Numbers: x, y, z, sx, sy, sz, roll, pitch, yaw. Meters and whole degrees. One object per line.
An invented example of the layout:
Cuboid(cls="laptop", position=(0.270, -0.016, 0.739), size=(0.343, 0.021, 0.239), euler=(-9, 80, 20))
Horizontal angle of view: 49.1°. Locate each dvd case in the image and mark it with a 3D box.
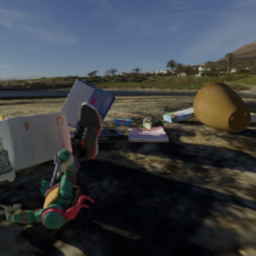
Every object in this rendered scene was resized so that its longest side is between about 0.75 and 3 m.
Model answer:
Cuboid(cls="dvd case", position=(-1.294, 0.277, 9.441), size=(2.118, 0.262, 1.592), euler=(-3, 7, -11))

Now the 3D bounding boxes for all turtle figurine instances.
Cuboid(cls="turtle figurine", position=(-1.039, 0.919, 3.824), size=(1.264, 0.850, 1.688), euler=(-41, 9, 1))

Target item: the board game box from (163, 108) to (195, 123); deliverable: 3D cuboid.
Cuboid(cls="board game box", position=(2.803, -0.653, 14.438), size=(1.676, 0.307, 1.268), euler=(-13, 10, -7))

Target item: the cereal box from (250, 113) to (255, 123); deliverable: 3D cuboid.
Cuboid(cls="cereal box", position=(4.952, -0.549, 14.187), size=(2.395, 0.473, 1.723), euler=(-1, 9, -1))

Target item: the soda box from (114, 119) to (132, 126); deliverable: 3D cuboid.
Cuboid(cls="soda box", position=(-0.213, -0.262, 13.053), size=(0.843, 0.270, 0.286), euler=(5, 10, 32))

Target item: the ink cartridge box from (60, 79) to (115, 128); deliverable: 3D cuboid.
Cuboid(cls="ink cartridge box", position=(-1.418, -0.774, 10.588), size=(0.893, 1.597, 2.340), euler=(31, 6, 15))

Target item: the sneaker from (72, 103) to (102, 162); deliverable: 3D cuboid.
Cuboid(cls="sneaker", position=(-1.032, 0.161, 6.688), size=(0.579, 1.503, 0.615), euler=(14, 26, 30))

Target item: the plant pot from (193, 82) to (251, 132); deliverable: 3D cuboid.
Cuboid(cls="plant pot", position=(3.955, -0.676, 11.355), size=(1.942, 1.942, 2.084), euler=(-2, 22, -11))

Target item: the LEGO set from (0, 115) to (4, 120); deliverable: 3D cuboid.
Cuboid(cls="LEGO set", position=(-4.333, 0.184, 9.527), size=(1.029, 0.832, 2.237), euler=(40, 18, 17))

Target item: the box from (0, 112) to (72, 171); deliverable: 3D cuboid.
Cuboid(cls="box", position=(-2.270, 0.268, 6.573), size=(0.855, 1.091, 1.754), euler=(-7, 4, 30))

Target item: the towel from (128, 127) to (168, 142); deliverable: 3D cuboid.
Cuboid(cls="towel", position=(0.675, 0.215, 9.983), size=(1.339, 0.274, 1.830), euler=(0, 9, 1))

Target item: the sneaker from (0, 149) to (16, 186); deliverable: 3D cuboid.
Cuboid(cls="sneaker", position=(-2.947, 0.728, 5.113), size=(1.675, 0.742, 0.644), euler=(-6, 11, -36))

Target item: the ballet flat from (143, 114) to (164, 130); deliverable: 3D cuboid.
Cuboid(cls="ballet flat", position=(0.981, -0.218, 11.783), size=(0.627, 0.624, 1.834), euler=(-11, 10, -5))
